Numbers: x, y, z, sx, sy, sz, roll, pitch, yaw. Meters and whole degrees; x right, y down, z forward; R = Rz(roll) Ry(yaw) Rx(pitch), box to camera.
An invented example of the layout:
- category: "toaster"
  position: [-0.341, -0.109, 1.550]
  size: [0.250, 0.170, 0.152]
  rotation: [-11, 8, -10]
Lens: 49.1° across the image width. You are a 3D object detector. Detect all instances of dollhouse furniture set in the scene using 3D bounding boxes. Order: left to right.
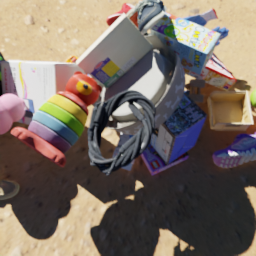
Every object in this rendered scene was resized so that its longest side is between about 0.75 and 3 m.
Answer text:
- category: "dollhouse furniture set"
  position: [1.998, -0.931, 9.500]
  size: [0.909, 1.284, 1.397]
  rotation: [5, 94, 5]

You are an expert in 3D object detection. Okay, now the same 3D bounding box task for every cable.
- category: "cable"
  position: [-0.168, 0.109, 6.090]
  size: [1.593, 0.496, 1.952]
  rotation: [-5, 60, 23]

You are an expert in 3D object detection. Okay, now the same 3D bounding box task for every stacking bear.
- category: "stacking bear"
  position: [-1.572, -0.357, 7.086]
  size: [1.418, 1.328, 2.335]
  rotation: [34, 75, -6]

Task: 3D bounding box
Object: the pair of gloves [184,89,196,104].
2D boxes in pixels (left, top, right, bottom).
- category: "pair of gloves"
  position: [2.230, -1.129, 10.283]
  size: [0.609, 0.086, 0.757]
  rotation: [-36, 69, -19]

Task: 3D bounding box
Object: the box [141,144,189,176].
- category: "box"
  position: [0.927, 0.439, 9.268]
  size: [1.325, 0.379, 1.936]
  rotation: [-24, 64, -11]

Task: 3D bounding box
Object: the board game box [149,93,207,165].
- category: "board game box"
  position: [0.970, -0.408, 8.424]
  size: [1.138, 1.873, 2.350]
  rotation: [-32, 65, -16]

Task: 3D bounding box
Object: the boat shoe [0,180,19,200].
- category: "boat shoe"
  position: [-4.171, 1.805, 8.461]
  size: [1.654, 0.537, 0.597]
  rotation: [3, 62, 2]

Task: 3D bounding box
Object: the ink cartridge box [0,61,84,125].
- category: "ink cartridge box"
  position: [-2.691, -1.071, 8.660]
  size: [2.635, 1.915, 1.153]
  rotation: [13, 16, 35]

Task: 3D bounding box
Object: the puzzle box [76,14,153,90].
- category: "puzzle box"
  position: [-0.362, -1.960, 7.431]
  size: [1.778, 1.183, 0.226]
  rotation: [-39, 40, 16]

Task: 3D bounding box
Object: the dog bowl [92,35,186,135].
- category: "dog bowl"
  position: [0.263, -1.109, 7.714]
  size: [2.904, 0.852, 2.904]
  rotation: [-22, 51, 30]

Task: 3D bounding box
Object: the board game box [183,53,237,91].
- category: "board game box"
  position: [2.441, -2.317, 9.739]
  size: [2.412, 0.559, 1.827]
  rotation: [11, 41, -36]

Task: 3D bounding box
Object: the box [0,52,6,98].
- category: "box"
  position: [-4.921, -1.402, 8.922]
  size: [1.689, 2.717, 2.018]
  rotation: [5, 62, 3]

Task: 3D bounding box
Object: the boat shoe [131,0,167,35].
- category: "boat shoe"
  position: [0.537, -2.959, 7.057]
  size: [0.652, 0.790, 2.109]
  rotation: [48, 35, -18]

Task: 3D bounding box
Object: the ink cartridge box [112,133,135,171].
- category: "ink cartridge box"
  position: [-0.068, 0.746, 8.892]
  size: [0.628, 0.362, 1.084]
  rotation: [15, 79, 25]

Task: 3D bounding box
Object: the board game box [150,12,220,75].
- category: "board game box"
  position: [1.556, -2.418, 8.002]
  size: [1.712, 0.898, 0.882]
  rotation: [29, 65, 15]

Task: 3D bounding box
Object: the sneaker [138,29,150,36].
- category: "sneaker"
  position: [0.734, -2.521, 8.843]
  size: [1.725, 0.730, 0.642]
  rotation: [39, 61, 16]

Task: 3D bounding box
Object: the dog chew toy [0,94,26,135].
- category: "dog chew toy"
  position: [-3.833, -0.264, 7.757]
  size: [2.049, 1.276, 1.276]
  rotation: [-30, 66, -23]

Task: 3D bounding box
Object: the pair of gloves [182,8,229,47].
- category: "pair of gloves"
  position: [2.588, -3.344, 9.907]
  size: [1.645, 2.046, 0.233]
  rotation: [-17, 64, 33]

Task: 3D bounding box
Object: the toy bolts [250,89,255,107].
- category: "toy bolts"
  position: [5.583, -0.715, 9.103]
  size: [2.540, 1.762, 2.426]
  rotation: [10, 62, 5]

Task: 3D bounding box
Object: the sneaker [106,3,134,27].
- category: "sneaker"
  position: [-0.299, -4.831, 12.034]
  size: [1.665, 0.652, 0.962]
  rotation: [-16, 54, -22]

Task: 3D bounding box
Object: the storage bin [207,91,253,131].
- category: "storage bin"
  position: [3.461, -0.582, 9.637]
  size: [1.258, 0.594, 1.267]
  rotation: [1, 65, 1]

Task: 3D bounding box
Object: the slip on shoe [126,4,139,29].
- category: "slip on shoe"
  position: [0.080, -2.876, 8.454]
  size: [0.579, 1.892, 0.701]
  rotation: [40, 54, 6]

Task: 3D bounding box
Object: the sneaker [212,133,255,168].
- category: "sneaker"
  position: [3.589, 0.650, 8.994]
  size: [2.039, 0.820, 0.902]
  rotation: [-11, 56, -11]

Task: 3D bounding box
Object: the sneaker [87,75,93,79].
- category: "sneaker"
  position: [-0.966, -2.113, 9.022]
  size: [0.692, 1.762, 0.786]
  rotation: [9, 28, -32]

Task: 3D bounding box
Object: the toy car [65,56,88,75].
- category: "toy car"
  position: [-2.588, -2.016, 10.384]
  size: [2.223, 0.740, 1.091]
  rotation: [-30, 66, -16]
